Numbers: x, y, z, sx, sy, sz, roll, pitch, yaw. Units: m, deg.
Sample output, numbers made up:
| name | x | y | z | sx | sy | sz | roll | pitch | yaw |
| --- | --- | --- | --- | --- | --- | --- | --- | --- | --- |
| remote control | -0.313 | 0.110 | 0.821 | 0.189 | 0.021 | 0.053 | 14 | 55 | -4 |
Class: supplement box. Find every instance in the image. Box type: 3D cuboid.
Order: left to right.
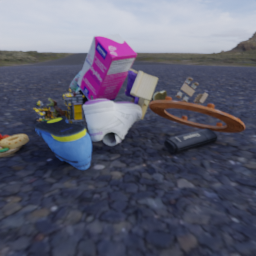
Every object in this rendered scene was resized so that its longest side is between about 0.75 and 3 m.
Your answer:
| name | x | y | z | sx | sy | sz | roll | pitch | yaw |
| --- | --- | --- | --- | --- | --- | --- | --- | --- | --- |
| supplement box | -0.773 | -1.945 | 9.510 | 1.117 | 2.161 | 1.093 | -19 | 62 | -40 |

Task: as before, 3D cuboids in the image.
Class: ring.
| name | x | y | z | sx | sy | sz | roll | pitch | yaw |
| --- | --- | --- | --- | --- | --- | --- | --- | --- | --- |
| ring | 2.050 | -0.385 | 8.532 | 2.901 | 0.278 | 2.901 | 15 | -7 | 2 |

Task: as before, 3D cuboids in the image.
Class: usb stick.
| name | x | y | z | sx | sy | sz | roll | pitch | yaw |
| --- | --- | --- | --- | --- | --- | --- | --- | --- | --- |
| usb stick | 1.985 | 0.380 | 8.695 | 2.062 | 0.336 | 0.572 | -11 | 47 | -36 |

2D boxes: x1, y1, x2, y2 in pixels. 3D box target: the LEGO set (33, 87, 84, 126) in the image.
| name | x | y | z | sx | sy | sz | roll | pitch | yaw |
| --- | --- | --- | --- | --- | --- | --- | --- | --- | --- |
| LEGO set | -2.714 | -0.878 | 11.057 | 2.020 | 1.522 | 2.627 | -3 | 16 | -10 |

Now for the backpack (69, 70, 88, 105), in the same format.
| name | x | y | z | sx | sy | sz | roll | pitch | yaw |
| --- | --- | --- | --- | --- | --- | --- | --- | --- | --- |
| backpack | -1.647 | -2.155 | 13.415 | 2.125 | 1.600 | 1.886 | -43 | 8 | -28 |

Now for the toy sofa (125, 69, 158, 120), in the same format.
| name | x | y | z | sx | sy | sz | roll | pitch | yaw |
| --- | --- | --- | --- | --- | --- | --- | --- | --- | --- |
| toy sofa | 0.276 | -1.068 | 9.386 | 0.985 | 0.836 | 2.020 | 20 | -17 | 1 |

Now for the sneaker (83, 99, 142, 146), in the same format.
| name | x | y | z | sx | sy | sz | roll | pitch | yaw |
| --- | --- | --- | --- | --- | --- | --- | --- | --- | --- |
| sneaker | -0.404 | -0.144 | 8.395 | 0.990 | 1.317 | 2.644 | -8 | -2 | 31 |

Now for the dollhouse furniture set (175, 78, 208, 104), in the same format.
| name | x | y | z | sx | sy | sz | roll | pitch | yaw |
| --- | --- | --- | --- | --- | --- | --- | --- | --- | --- |
| dollhouse furniture set | 2.089 | -1.131 | 9.063 | 0.780 | 0.716 | 0.507 | 35 | -6 | -10 |

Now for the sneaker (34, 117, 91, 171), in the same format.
| name | x | y | z | sx | sy | sz | roll | pitch | yaw |
| --- | --- | --- | --- | --- | --- | --- | --- | --- | --- |
| sneaker | -1.783 | 0.385 | 7.547 | 0.944 | 1.123 | 2.864 | -22 | 21 | -25 |

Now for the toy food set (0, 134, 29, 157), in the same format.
| name | x | y | z | sx | sy | sz | roll | pitch | yaw |
| --- | --- | --- | --- | --- | --- | --- | --- | --- | --- |
| toy food set | -4.008 | 0.485 | 8.340 | 1.710 | 0.416 | 1.692 | 11 | 20 | 32 |

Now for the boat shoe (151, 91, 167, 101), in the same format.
| name | x | y | z | sx | sy | sz | roll | pitch | yaw |
| --- | --- | --- | --- | --- | --- | --- | --- | --- | --- |
| boat shoe | 1.618 | -1.670 | 15.532 | 0.612 | 0.665 | 1.862 | -4 | 14 | 29 |
